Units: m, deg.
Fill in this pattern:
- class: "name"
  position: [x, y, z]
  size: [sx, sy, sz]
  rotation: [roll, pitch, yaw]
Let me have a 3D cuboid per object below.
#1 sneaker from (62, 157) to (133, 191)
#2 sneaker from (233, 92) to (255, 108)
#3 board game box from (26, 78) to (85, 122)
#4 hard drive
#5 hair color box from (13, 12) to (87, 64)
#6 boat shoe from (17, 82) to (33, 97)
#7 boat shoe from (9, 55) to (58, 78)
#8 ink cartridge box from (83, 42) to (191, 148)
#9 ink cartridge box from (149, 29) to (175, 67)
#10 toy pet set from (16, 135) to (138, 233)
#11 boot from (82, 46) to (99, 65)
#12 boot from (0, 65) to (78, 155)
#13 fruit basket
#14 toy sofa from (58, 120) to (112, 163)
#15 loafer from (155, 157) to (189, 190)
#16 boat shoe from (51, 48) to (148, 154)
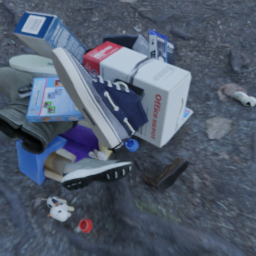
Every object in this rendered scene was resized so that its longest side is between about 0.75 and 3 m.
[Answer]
- class: "sneaker"
  position: [-0.721, 0.944, 6.606]
  size: [1.704, 0.630, 0.676]
  rotation: [-9, 50, -7]
- class: "sneaker"
  position: [4.244, -1.027, 10.288]
  size: [0.852, 0.322, 0.392]
  rotation: [25, 57, 23]
- class: "board game box"
  position: [-1.536, -0.693, 6.596]
  size: [1.491, 0.273, 1.128]
  rotation: [-2, 61, 4]
- class: "hard drive"
  position: [0.342, -2.251, 9.786]
  size: [1.760, 2.609, 0.552]
  rotation: [14, 76, 36]
- class: "hair color box"
  position: [-2.320, -2.669, 9.717]
  size: [1.449, 2.898, 0.877]
  rotation: [20, 79, 28]
- class: "boat shoe"
  position: [-2.522, -1.070, 7.388]
  size: [0.793, 0.271, 0.293]
  rotation: [-23, 38, -24]
- class: "boat shoe"
  position: [-2.113, -1.397, 7.239]
  size: [1.838, 0.655, 0.641]
  rotation: [9, 40, -4]
- class: "ink cartridge box"
  position: [0.147, -0.867, 7.143]
  size: [2.477, 1.787, 1.037]
  rotation: [26, 48, 24]
- class: "ink cartridge box"
  position: [0.937, -1.968, 7.643]
  size: [0.750, 0.296, 1.508]
  rotation: [8, 75, -38]
- class: "toy pet set"
  position: [-1.561, 0.859, 7.190]
  size: [2.487, 1.414, 2.664]
  rotation: [23, 79, 33]
- class: "boot"
  position: [-1.853, -1.559, 9.095]
  size: [2.266, 3.031, 1.141]
  rotation: [2, 68, -7]
- class: "boot"
  position: [-2.882, -0.614, 7.334]
  size: [2.976, 1.008, 1.944]
  rotation: [32, 29, 9]
- class: "fruit basket"
  position: [0.692, -0.464, 8.969]
  size: [2.158, 1.092, 2.330]
  rotation: [22, 33, 25]
- class: "toy sofa"
  position: [-1.778, 0.288, 8.564]
  size: [2.605, 1.079, 1.271]
  rotation: [19, 49, 16]
- class: "loafer"
  position: [1.213, 1.289, 8.009]
  size: [1.185, 0.433, 0.420]
  rotation: [-38, 37, -16]
- class: "boat shoe"
  position: [-0.538, -0.734, 5.850]
  size: [1.108, 2.389, 0.892]
  rotation: [-36, 16, -20]
